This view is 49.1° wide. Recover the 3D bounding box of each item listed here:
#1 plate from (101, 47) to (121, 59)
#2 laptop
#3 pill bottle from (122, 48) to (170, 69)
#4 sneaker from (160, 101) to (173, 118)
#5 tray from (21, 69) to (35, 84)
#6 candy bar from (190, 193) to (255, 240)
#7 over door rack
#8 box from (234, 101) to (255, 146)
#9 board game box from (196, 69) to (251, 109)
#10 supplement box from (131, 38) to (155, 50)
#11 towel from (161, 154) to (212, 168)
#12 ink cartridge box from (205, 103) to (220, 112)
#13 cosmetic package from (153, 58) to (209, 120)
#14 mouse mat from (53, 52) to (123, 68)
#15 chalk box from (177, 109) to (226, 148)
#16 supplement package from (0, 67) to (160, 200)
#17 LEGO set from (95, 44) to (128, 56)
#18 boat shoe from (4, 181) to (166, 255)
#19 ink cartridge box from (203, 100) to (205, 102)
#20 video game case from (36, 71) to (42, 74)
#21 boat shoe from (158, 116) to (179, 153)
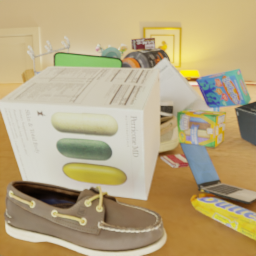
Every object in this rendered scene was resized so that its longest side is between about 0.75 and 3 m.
[{"bbox_3d":[-0.616,-2.539,10.133,0.765,0.765,0.098,-3,34,-15],"label":"plate"},{"bbox_3d":[1.757,0.793,5.203,1.327,0.769,1.243,9,1,36],"label":"laptop"},{"bbox_3d":[0.625,-2.534,11.682,1.383,1.383,2.603,8,22,33],"label":"pill bottle"},{"bbox_3d":[0.703,-0.386,9.751,1.877,1.050,0.686,2,3,43],"label":"sneaker"},{"bbox_3d":[-3.173,-1.090,9.349,0.294,1.587,0.783,-16,6,-29],"label":"tray"},{"bbox_3d":[1.959,1.435,3.879,0.630,0.280,2.527,7,6,-39],"label":"candy bar"},{"bbox_3d":[-3.429,-3.082,12.195,1.679,0.757,2.273,-22,-12,-19],"label":"over door rack"},{"bbox_3d":[4.769,-0.305,8.671,2.183,1.169,1.620,-17,13,1],"label":"box"},{"bbox_3d":[3.598,-1.440,10.666,0.391,1.321,1.737,-41,21,-31],"label":"board game box"},{"bbox_3d":[0.604,-3.531,11.774,0.820,0.459,1.506,-6,18,-5],"label":"supplement box"},{"bbox_3d":[1.504,0.812,7.283,1.098,0.125,0.791,-4,12,-17],"label":"towel"},{"bbox_3d":[3.607,-0.895,13.914,1.500,0.632,1.085,-2,12,-8],"label":"ink cartridge box"},{"bbox_3d":[1.859,-1.290,10.775,1.256,2.042,2.036,-39,-21,17],"label":"cosmetic package"},{"bbox_3d":[-1.436,-1.302,9.717,2.218,2.756,0.104,4,41,-9],"label":"mouse mat"},{"bbox_3d":[2.190,-0.053,9.113,1.656,1.025,1.030,9,15,33],"label":"chalk box"},{"bbox_3d":[-0.730,-0.020,5.719,2.552,1.937,1.922,4,31,13],"label":"supplement package"},{"bbox_3d":[-0.643,-3.242,12.401,1.782,0.663,0.820,15,-7,38],"label":"LEGO set"},{"bbox_3d":[-0.663,1.213,4.004,2.413,0.718,0.867,3,13,15],"label":"boat shoe"},{"bbox_3d":[4.709,-1.775,18.741,1.102,0.343,1.370,9,17,33],"label":"ink cartridge box"},{"bbox_3d":[-3.090,-1.837,13.465,2.630,0.659,2.902,-21,53,-40],"label":"video game case"},{"bbox_3d":[0.026,0.277,7.523,2.988,0.970,1.078,-10,16,-21],"label":"boat shoe"}]
